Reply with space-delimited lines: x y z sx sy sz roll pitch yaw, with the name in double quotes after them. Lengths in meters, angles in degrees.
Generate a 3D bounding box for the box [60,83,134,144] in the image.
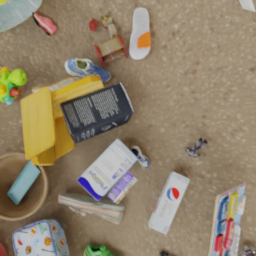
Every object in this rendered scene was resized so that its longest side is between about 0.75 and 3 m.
-1.138 -0.484 10.217 2.303 1.704 1.201 -22 81 -13 "box"

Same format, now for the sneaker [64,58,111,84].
-1.469 -2.177 10.776 1.893 0.729 0.717 9 75 -33 "sneaker"

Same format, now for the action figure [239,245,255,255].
4.413 4.856 10.195 0.815 0.435 1.253 -16 84 -7 "action figure"

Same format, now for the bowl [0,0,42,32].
-4.659 -4.819 10.436 2.515 2.515 1.354 -34 99 -5 "bowl"

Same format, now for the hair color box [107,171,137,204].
-0.179 1.952 9.138 0.331 0.558 1.021 39 83 24 "hair color box"

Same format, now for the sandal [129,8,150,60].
0.516 -3.746 11.359 0.819 0.613 2.137 5 84 0 "sandal"

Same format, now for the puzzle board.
3.172 3.384 8.913 0.260 2.253 2.990 12 99 42 "puzzle board"

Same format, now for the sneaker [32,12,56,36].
-3.458 -4.364 11.609 1.205 0.444 0.523 46 73 0 "sneaker"

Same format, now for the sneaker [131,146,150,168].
0.429 1.142 10.662 0.373 0.437 0.991 -44 74 15 "sneaker"

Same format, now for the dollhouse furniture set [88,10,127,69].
-0.935 -3.609 11.364 1.116 0.843 2.073 -23 65 -3 "dollhouse furniture set"

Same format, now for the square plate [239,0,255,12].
4.673 -5.304 11.302 0.186 1.293 1.305 -19 90 42 "square plate"

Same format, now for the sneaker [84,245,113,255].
-0.873 4.635 10.192 1.467 0.543 0.613 13 86 2 "sneaker"

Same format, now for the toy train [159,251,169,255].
1.685 4.910 10.335 1.226 0.209 0.281 23 95 2 "toy train"

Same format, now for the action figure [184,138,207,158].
2.530 0.807 10.614 0.675 1.037 0.360 25 39 -10 "action figure"

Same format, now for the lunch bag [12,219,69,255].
-3.072 4.432 9.836 1.878 0.886 2.344 -24 71 15 "lunch bag"

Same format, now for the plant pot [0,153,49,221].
-3.983 2.112 10.288 2.328 1.075 2.328 0 81 0 "plant pot"

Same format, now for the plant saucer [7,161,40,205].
-3.799 2.006 10.246 0.599 0.162 1.712 42 106 16 "plant saucer"

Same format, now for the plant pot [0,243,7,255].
-5.827 5.129 9.100 2.928 2.590 2.928 0 83 0 "plant pot"

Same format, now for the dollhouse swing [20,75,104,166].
-1.921 -0.161 9.718 2.494 2.837 2.578 -8 82 -1 "dollhouse swing"

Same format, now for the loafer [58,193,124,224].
-1.400 2.990 10.307 2.468 0.887 0.776 11 89 -1 "loafer"

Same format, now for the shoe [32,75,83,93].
-2.622 -1.521 10.826 2.056 0.719 0.549 -22 82 -23 "shoe"

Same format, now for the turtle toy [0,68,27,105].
-4.494 -1.594 10.628 0.895 1.770 1.290 20 47 -31 "turtle toy"

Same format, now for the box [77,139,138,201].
-0.701 1.467 10.005 1.023 1.793 1.949 44 84 4 "box"

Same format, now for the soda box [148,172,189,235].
1.496 2.737 10.359 0.688 0.736 2.160 25 82 5 "soda box"
